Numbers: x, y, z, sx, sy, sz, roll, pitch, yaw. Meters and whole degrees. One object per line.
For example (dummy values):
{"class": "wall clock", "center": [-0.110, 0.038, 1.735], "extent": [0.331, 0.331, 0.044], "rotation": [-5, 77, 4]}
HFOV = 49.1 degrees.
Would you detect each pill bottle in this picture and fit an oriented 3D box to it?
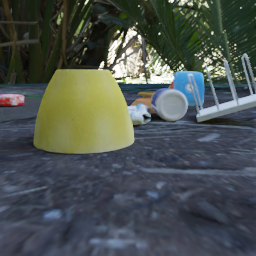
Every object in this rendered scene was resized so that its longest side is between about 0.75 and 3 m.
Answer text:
{"class": "pill bottle", "center": [1.407, -0.900, 10.219], "extent": [1.068, 1.068, 1.846], "rotation": [-1, 11, -5]}

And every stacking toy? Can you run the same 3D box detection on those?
{"class": "stacking toy", "center": [2.754, -1.945, 15.142], "extent": [1.639, 1.733, 2.986], "rotation": [0, 0, -10]}

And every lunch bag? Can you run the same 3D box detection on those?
{"class": "lunch bag", "center": [-6.017, -1.380, 13.997], "extent": [1.348, 0.552, 1.187], "rotation": [3, 11, 13]}

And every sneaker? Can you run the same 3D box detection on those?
{"class": "sneaker", "center": [0.461, -0.378, 9.165], "extent": [0.663, 0.574, 1.531], "rotation": [10, 22, 17]}

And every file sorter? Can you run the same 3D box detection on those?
{"class": "file sorter", "center": [3.443, -1.432, 9.349], "extent": [2.619, 1.631, 1.818], "rotation": [-17, 4, 20]}

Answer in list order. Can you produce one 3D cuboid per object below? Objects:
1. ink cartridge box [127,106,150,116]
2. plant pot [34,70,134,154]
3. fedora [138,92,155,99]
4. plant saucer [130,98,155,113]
{"class": "ink cartridge box", "center": [-0.236, -0.651, 10.691], "extent": [1.420, 0.499, 1.748], "rotation": [-9, 18, -37]}
{"class": "plant pot", "center": [-1.038, -0.520, 6.627], "extent": [2.382, 1.690, 2.382], "rotation": [0, 12, 0]}
{"class": "fedora", "center": [1.273, -1.474, 14.180], "extent": [1.651, 0.673, 1.651], "rotation": [1, 10, 0]}
{"class": "plant saucer", "center": [1.303, -1.036, 12.541], "extent": [2.426, 0.454, 2.426], "rotation": [-1, 11, 0]}
